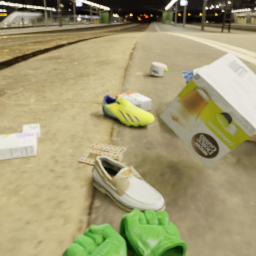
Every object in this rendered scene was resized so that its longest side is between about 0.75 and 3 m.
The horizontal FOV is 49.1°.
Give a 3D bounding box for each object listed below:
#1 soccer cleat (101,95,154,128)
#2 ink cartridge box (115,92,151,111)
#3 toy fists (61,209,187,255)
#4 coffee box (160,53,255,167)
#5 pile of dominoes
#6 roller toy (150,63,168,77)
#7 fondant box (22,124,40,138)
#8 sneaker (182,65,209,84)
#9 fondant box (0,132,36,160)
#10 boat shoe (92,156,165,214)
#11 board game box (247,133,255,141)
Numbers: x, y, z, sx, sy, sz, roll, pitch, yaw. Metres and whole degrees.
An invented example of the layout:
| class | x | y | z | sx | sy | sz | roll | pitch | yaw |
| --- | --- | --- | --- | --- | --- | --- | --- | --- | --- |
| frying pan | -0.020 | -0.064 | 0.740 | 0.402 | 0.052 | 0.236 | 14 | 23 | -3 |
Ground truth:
| class | x | y | z | sx | sy | sz | roll | pitch | yaw |
| --- | --- | --- | --- | --- | --- | --- | --- | --- | --- |
| soccer cleat | -0.096 | -0.707 | 10.836 | 2.426 | 1.015 | 0.784 | 18 | 30 | 35 |
| ink cartridge box | 0.041 | -1.243 | 12.662 | 1.076 | 0.497 | 1.976 | -14 | 29 | -29 |
| toy fists | -0.076 | 2.080 | 4.939 | 2.182 | 0.750 | 1.112 | -14 | 27 | -26 |
| coffee box | 2.165 | -0.442 | 6.705 | 1.710 | 1.694 | 1.713 | 48 | 49 | 10 |
| pile of dominoes | -0.741 | 0.743 | 8.281 | 1.191 | 0.190 | 0.929 | 10 | 40 | 20 |
| roller toy | 1.891 | -3.685 | 17.838 | 0.985 | 0.755 | 1.080 | 3 | 26 | -21 |
| fondant box | -3.439 | 0.123 | 9.955 | 0.557 | 0.225 | 0.772 | -7 | 26 | -15 |
| sneaker | 3.078 | -1.533 | 10.235 | 1.653 | 1.156 | 2.862 | -26 | 41 | 17 |
| fondant box | -3.613 | 0.559 | 8.753 | 1.396 | 0.406 | 1.007 | -5 | 24 | -14 |
| boat shoe | -0.090 | 1.320 | 6.632 | 2.142 | 0.732 | 0.800 | 18 | 30 | 35 |
| board game box | 4.317 | 0.140 | 9.878 | 1.260 | 0.254 | 0.964 | 9 | 26 | 19 |
